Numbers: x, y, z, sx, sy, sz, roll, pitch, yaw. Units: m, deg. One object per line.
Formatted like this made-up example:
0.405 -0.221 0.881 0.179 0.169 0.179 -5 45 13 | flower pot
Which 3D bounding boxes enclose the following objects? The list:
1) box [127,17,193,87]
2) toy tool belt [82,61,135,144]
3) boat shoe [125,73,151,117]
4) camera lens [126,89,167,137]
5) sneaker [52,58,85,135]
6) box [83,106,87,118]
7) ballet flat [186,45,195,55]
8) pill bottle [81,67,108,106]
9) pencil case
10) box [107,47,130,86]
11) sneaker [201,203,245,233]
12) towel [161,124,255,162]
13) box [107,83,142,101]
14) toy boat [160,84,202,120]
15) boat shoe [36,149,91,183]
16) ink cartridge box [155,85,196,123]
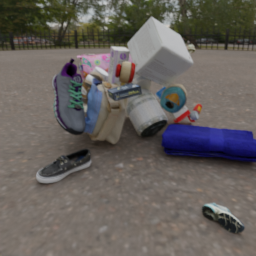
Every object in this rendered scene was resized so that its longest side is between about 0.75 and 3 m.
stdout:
1.041 -2.488 9.375 1.524 1.312 1.532 16 48 -38 | box
-0.860 -0.881 8.892 1.668 2.714 1.694 10 25 -8 | toy tool belt
0.211 -1.399 11.092 1.000 2.778 0.952 -17 66 -8 | boat shoe
0.619 -0.503 9.933 1.165 1.165 1.456 -14 66 -33 | camera lens
-1.778 -1.018 8.710 0.936 1.101 2.516 4 51 -38 | sneaker
-1.215 -0.368 10.261 1.273 0.604 0.495 9 30 -35 | box
2.349 -3.191 11.988 1.196 0.452 0.382 -29 59 -3 | ballet flat
-1.372 -1.622 10.955 0.806 1.410 0.806 32 20 -13 | pill bottle
-0.839 -2.649 11.658 2.463 1.077 1.077 -9 21 -9 | pencil case
-0.474 -1.555 10.606 0.599 2.891 0.559 -2 29 -21 | box
1.961 1.757 5.648 0.392 0.353 0.909 -12 23 -36 | sneaker
2.535 0.457 8.792 2.812 0.697 2.076 6 12 15 | towel
-0.120 -0.990 7.659 0.770 0.249 0.976 -16 16 -9 | box
1.791 -0.816 9.538 1.483 1.247 0.689 29 53 9 | toy boat
-1.654 0.941 7.429 1.628 0.539 0.569 -15 36 -38 | boat shoe
1.831 -0.792 10.985 0.599 1.780 1.034 -36 -2 2 | ink cartridge box
